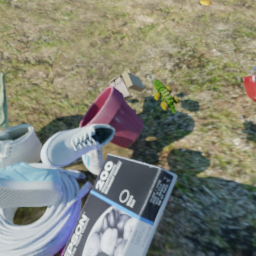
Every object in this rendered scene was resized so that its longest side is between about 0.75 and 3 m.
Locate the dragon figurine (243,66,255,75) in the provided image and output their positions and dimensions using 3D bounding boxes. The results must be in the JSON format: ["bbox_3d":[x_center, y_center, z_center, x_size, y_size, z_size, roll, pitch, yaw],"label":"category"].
[{"bbox_3d":[5.798,-2.580,12.730,1.114,0.328,0.554,22,51,18],"label":"dragon figurine"}]

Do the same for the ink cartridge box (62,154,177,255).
[{"bbox_3d":[-0.517,1.988,6.216,2.828,0.614,2.802,3,65,58],"label":"ink cartridge box"}]

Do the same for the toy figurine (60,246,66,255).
[{"bbox_3d":[-1.310,3.254,7.238,0.845,0.689,0.918,-33,72,-11],"label":"toy figurine"}]

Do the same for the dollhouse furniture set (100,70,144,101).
[{"bbox_3d":[-0.528,-1.376,10.266,1.929,0.854,1.000,-32,68,27],"label":"dollhouse furniture set"}]

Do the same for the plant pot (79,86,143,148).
[{"bbox_3d":[-0.469,-0.229,9.483,1.635,1.826,1.826,37,46,-20],"label":"plant pot"}]

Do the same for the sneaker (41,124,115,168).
[{"bbox_3d":[-1.188,0.321,7.102,0.792,0.817,2.237,-16,10,37],"label":"sneaker"}]

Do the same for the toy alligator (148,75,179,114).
[{"bbox_3d":[0.968,-1.048,8.000,0.493,0.357,1.487,-29,67,-9],"label":"toy alligator"}]

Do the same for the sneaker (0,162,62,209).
[{"bbox_3d":[-3.049,1.391,7.228,2.639,0.976,1.081,10,34,-20],"label":"sneaker"}]

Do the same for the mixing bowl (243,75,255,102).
[{"bbox_3d":[5.417,-1.506,11.103,1.705,1.705,0.924,5,92,0],"label":"mixing bowl"}]

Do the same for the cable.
[{"bbox_3d":[-2.730,2.246,7.772,2.860,0.990,2.860,17,47,16],"label":"cable"}]

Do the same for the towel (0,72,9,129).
[{"bbox_3d":[-4.846,-0.748,8.470,2.475,0.452,1.836,-6,90,4],"label":"towel"}]

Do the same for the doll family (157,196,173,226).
[{"bbox_3d":[-0.053,1.754,7.621,2.396,1.079,1.487,-10,37,28],"label":"doll family"}]

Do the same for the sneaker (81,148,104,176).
[{"bbox_3d":[-1.034,0.746,8.406,0.579,0.611,1.514,-30,92,-52],"label":"sneaker"}]

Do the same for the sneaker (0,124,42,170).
[{"bbox_3d":[-4.032,0.954,8.571,1.048,1.644,2.846,36,58,27],"label":"sneaker"}]
